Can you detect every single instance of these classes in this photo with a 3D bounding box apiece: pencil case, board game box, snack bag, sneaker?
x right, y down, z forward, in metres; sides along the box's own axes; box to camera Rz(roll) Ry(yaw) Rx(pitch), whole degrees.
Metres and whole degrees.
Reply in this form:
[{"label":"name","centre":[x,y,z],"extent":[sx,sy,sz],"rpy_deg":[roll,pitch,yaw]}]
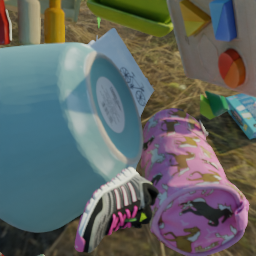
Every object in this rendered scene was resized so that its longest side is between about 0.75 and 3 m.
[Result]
[{"label":"pencil case","centre":[0.800,0.582,4.091],"extent":[1.070,1.118,2.585],"rpy_deg":[33,20,-12]},{"label":"board game box","centre":[3.457,-0.401,7.778],"extent":[1.021,0.317,1.353],"rpy_deg":[-15,52,-12]},{"label":"snack bag","centre":[-0.204,-0.997,5.542],"extent":[0.199,1.749,1.855],"rpy_deg":[-21,26,34]},{"label":"sneaker","centre":[-0.028,0.579,1.968],"extent":[0.377,0.318,0.861],"rpy_deg":[24,25,18]}]

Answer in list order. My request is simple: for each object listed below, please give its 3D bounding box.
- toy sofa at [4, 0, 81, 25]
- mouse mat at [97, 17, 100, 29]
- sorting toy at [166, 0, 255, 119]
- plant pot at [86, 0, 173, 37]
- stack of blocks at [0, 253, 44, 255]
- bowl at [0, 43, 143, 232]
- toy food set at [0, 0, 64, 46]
[{"label":"toy sofa","centre":[-2.241,-3.205,6.751],"extent":[2.135,0.884,1.042],"rpy_deg":[8,11,-22]},{"label":"mouse mat","centre":[-0.956,-3.678,8.750],"extent":[0.035,0.938,0.754],"rpy_deg":[-3,46,1]},{"label":"sorting toy","centre":[1.266,-0.864,3.914],"extent":[0.308,2.096,1.549],"rpy_deg":[-34,33,-18]},{"label":"plant pot","centre":[0.504,-3.826,6.826],"extent":[2.615,2.373,2.602],"rpy_deg":[22,43,12]},{"label":"stack of blocks","centre":[-2.441,2.823,4.937],"extent":[2.015,0.590,1.160],"rpy_deg":[-9,51,-7]},{"label":"bowl","centre":[-0.698,-0.055,3.733],"extent":[1.350,2.582,2.582],"rpy_deg":[-17,47,21]},{"label":"toy food set","centre":[-1.793,-1.600,3.931],"extent":[1.681,0.757,0.803],"rpy_deg":[7,20,2]}]
